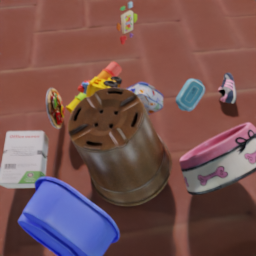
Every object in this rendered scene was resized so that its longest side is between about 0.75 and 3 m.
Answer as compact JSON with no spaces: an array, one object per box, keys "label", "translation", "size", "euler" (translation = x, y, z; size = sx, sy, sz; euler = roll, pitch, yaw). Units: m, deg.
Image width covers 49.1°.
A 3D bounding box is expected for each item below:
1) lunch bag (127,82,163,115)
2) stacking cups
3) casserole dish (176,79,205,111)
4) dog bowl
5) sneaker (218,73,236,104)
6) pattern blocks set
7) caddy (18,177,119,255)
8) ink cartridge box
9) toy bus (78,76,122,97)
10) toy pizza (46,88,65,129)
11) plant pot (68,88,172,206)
[{"label":"lunch bag","translation":[0.292,-0.834,8.430],"size":[1.165,1.453,0.549],"euler":[27,58,-35]},{"label":"stacking cups","translation":[-1.183,-1.415,10.124],"size":[0.741,0.741,2.449],"euler":[36,79,21]},{"label":"casserole dish","translation":[1.695,-0.892,7.548],"size":[0.574,0.184,0.948],"euler":[33,89,-2]},{"label":"dog bowl","translation":[2.704,0.818,8.078],"size":[2.736,2.736,1.009],"euler":[-28,85,-18]},{"label":"sneaker","translation":[3.864,-1.636,11.127],"size":[0.608,0.520,1.482],"euler":[4,55,-1]},{"label":"pattern blocks set","translation":[-0.026,-3.861,10.284],"size":[0.105,1.297,1.140],"euler":[26,60,29]},{"label":"caddy","translation":[-1.367,2.178,6.644],"size":[2.427,1.716,1.274],"euler":[38,50,-3]},{"label":"ink cartridge box","translation":[-3.169,0.977,8.653],"size":[1.202,0.694,1.646],"euler":[0,67,-1]},{"label":"toy bus","translation":[-0.935,-1.265,9.132],"size":[1.251,0.884,1.303],"euler":[18,30,6]},{"label":"toy pizza","translation":[-2.516,-0.692,9.913],"size":[0.231,1.459,1.459],"euler":[-7,56,6]},{"label":"plant pot","translation":[-0.279,0.457,8.082],"size":[2.728,2.701,2.728],"euler":[-9,53,12]}]
